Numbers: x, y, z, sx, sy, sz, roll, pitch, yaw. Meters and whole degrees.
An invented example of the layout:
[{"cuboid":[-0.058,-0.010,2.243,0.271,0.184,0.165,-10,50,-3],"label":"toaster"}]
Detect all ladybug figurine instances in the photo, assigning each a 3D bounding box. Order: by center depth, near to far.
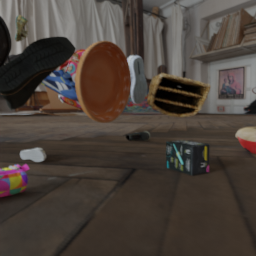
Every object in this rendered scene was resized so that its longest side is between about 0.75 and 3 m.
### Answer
[{"cuboid":[4.866,0.464,9.426,2.452,0.882,1.664,5,7,44],"label":"ladybug figurine"}]

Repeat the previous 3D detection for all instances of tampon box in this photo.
[{"cuboid":[1.524,0.739,7.233,0.621,0.738,0.984,-3,6,-32],"label":"tampon box"}]

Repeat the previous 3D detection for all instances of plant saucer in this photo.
[{"cuboid":[-0.760,-1.362,8.439,0.450,2.405,2.405,9,9,35],"label":"plant saucer"}]

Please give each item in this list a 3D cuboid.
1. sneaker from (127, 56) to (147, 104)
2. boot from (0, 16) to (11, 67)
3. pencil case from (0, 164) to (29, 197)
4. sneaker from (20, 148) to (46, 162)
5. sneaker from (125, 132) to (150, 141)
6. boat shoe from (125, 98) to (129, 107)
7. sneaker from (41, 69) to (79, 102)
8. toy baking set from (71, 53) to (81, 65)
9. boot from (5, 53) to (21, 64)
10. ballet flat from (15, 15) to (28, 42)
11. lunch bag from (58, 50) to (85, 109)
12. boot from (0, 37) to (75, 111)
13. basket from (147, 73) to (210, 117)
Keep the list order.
[{"cuboid":[0.347,-2.110,12.206,0.781,2.140,0.757,-13,28,-22],"label":"sneaker"},{"cuboid":[-4.703,-1.950,8.252,0.994,2.872,2.500,20,26,9],"label":"boot"},{"cuboid":[-2.506,1.008,5.074,0.589,0.589,1.333,5,10,43],"label":"pencil case"},{"cuboid":[-2.756,0.788,8.643,1.073,0.395,0.620,2,9,35],"label":"sneaker"},{"cuboid":[0.444,0.436,12.786,0.619,0.436,1.166,-12,4,-40],"label":"sneaker"},{"cuboid":[-0.420,-0.772,10.248,0.350,1.071,0.394,43,-5,25],"label":"boat shoe"},{"cuboid":[-2.263,-1.593,10.004,2.078,0.855,0.768,30,3,-2],"label":"sneaker"},{"cuboid":[-1.630,-2.245,9.235,0.091,0.599,0.781,-49,14,-21],"label":"toy baking set"},{"cuboid":[-3.928,-2.704,11.189,1.531,0.609,1.758,-21,-2,1],"label":"boot"},{"cuboid":[-2.606,-2.374,6.886,0.315,0.315,0.892,-2,-21,-24],"label":"ballet flat"},{"cuboid":[-2.188,-2.425,13.887,2.590,2.940,1.204,19,-24,0],"label":"lunch bag"},{"cuboid":[-2.551,-1.478,7.764,2.307,0.893,1.596,-35,-7,-21],"label":"boot"},{"cuboid":[1.636,-1.021,9.555,1.810,1.292,1.348,13,4,-9],"label":"basket"}]
